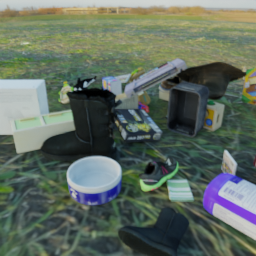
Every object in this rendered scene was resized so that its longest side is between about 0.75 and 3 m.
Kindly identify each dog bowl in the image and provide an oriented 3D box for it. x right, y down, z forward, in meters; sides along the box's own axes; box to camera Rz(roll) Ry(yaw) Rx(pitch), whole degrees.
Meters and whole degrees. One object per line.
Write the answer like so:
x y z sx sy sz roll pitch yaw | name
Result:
-0.948 1.467 7.973 1.517 0.598 1.517 0 27 0 | dog bowl

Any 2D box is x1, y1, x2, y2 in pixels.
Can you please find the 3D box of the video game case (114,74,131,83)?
-0.457 -2.685 15.621 1.047 0.115 0.953 -7 30 23 | video game case

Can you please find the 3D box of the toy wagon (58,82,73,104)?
-3.027 -1.735 13.724 0.846 1.090 0.216 -15 -23 29 | toy wagon

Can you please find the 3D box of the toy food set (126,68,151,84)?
0.549 -3.154 16.454 0.334 1.148 1.663 55 39 6 | toy food set

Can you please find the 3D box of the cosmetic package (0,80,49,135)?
-4.244 -0.834 10.998 1.906 1.912 1.175 0 28 -1 | cosmetic package

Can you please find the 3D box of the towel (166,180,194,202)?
1.449 1.763 7.948 0.658 0.101 0.862 0 27 -1 | towel

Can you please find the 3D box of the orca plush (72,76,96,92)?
-2.431 -2.434 15.010 1.636 0.581 0.861 -32 31 -11 | orca plush

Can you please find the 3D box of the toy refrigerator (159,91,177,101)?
2.174 -1.559 14.026 0.478 0.441 1.259 -22 31 -37 | toy refrigerator

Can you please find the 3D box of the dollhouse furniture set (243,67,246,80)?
7.846 -3.348 16.708 1.642 1.164 1.788 7 28 13 | dollhouse furniture set

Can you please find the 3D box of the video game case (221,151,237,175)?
3.040 1.167 8.464 0.086 0.685 0.751 -2 27 -5 | video game case

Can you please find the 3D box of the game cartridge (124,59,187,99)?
1.089 -2.165 11.941 2.661 0.511 1.725 -27 19 9 | game cartridge

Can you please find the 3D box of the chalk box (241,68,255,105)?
6.410 -1.799 11.969 1.585 1.574 2.540 10 -1 -16 | chalk box

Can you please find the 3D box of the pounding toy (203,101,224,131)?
3.122 -0.642 11.357 1.147 1.245 0.885 24 36 38 | pounding toy

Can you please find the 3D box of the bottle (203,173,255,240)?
3.233 2.079 6.391 1.222 0.955 2.925 -22 35 -40 | bottle

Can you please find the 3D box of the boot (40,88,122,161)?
-1.609 -0.090 9.100 2.853 2.338 1.056 4 29 9 | boot

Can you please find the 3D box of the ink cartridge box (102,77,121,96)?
-0.859 -1.960 14.030 0.585 1.045 1.531 -10 21 -19 | ink cartridge box

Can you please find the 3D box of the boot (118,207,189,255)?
0.610 2.299 6.402 1.392 0.532 1.170 17 35 17 | boot

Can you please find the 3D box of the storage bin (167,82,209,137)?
2.292 -0.726 10.864 1.246 1.842 0.864 19 32 31 | storage bin

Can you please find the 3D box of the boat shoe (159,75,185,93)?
2.478 -2.187 13.808 1.975 0.715 0.714 -14 51 -30 | boat shoe

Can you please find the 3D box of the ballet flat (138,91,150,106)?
0.508 -1.865 14.176 0.791 0.727 2.306 -27 33 -9 | ballet flat

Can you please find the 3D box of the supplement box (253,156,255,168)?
5.001 1.031 7.725 2.431 1.041 1.341 2 31 -1 | supplement box

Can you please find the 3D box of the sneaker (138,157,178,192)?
0.913 1.224 8.223 0.629 0.687 1.639 -24 4 44 | sneaker

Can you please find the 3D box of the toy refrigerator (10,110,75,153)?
-2.804 0.009 10.401 2.764 0.967 1.049 -12 30 -21 | toy refrigerator

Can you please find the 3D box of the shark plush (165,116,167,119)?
1.902 -0.709 12.236 1.349 0.562 0.613 -24 36 -39 | shark plush

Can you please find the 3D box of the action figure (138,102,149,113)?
0.502 -0.980 12.881 0.590 0.389 1.191 9 18 -37 | action figure

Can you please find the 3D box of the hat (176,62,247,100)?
3.525 -1.834 12.201 2.967 1.197 2.967 7 -7 1 | hat

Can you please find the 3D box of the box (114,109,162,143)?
0.266 -0.133 10.849 1.462 0.446 1.814 0 33 -24 | box

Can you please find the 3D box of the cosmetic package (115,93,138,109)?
-0.310 -1.043 12.594 1.594 0.839 0.567 -21 31 -37 | cosmetic package
